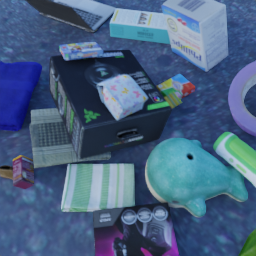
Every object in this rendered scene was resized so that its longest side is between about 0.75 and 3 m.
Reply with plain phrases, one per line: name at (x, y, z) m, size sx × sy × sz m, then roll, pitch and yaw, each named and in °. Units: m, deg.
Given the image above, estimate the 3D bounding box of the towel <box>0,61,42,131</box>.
towel at (-3.981, -1.066, 8.988) m, size 1.938 × 0.650 × 2.625 m, roll 3°, pitch 56°, yaw 3°

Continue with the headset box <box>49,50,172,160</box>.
headset box at (-0.595, -0.736, 8.025) m, size 2.584 × 1.377 × 2.967 m, roll -12°, pitch 54°, yaw -24°

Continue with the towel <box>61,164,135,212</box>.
towel at (-0.757, 1.546, 7.409) m, size 1.849 × 0.216 × 1.410 m, roll 0°, pitch 53°, yaw 0°

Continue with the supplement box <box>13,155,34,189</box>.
supplement box at (-2.738, 1.156, 7.315) m, size 0.326 × 0.421 × 0.762 m, roll -28°, pitch 55°, yaw 17°

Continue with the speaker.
speaker at (2.904, 0.798, 6.948) m, size 0.695 × 0.695 × 1.572 m, roll -33°, pitch 59°, yaw -21°

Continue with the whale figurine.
whale figurine at (1.793, 1.103, 6.984) m, size 2.650 × 1.375 × 2.108 m, roll 10°, pitch 55°, yaw -3°

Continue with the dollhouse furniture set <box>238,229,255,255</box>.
dollhouse furniture set at (2.813, 3.396, 5.412) m, size 1.683 × 1.289 × 2.568 m, roll 33°, pitch 61°, yaw 21°

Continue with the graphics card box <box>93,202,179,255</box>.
graphics card box at (0.231, 3.142, 5.945) m, size 1.819 × 0.737 × 2.899 m, roll -5°, pitch 54°, yaw -3°

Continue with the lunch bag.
lunch bag at (-0.172, -0.802, 6.841) m, size 0.842 × 0.631 × 0.993 m, roll -28°, pitch 73°, yaw -33°

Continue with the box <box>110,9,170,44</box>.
box at (0.660, -4.060, 11.175) m, size 2.612 × 0.642 × 1.075 m, roll 10°, pitch 55°, yaw 7°

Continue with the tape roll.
tape roll at (4.052, -0.813, 8.006) m, size 2.191 × 0.931 × 2.191 m, roll -4°, pitch 81°, yaw 24°

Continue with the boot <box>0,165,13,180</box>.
boot at (-3.048, 1.216, 7.570) m, size 0.898 × 0.339 × 0.330 m, roll 7°, pitch 47°, yaw -1°

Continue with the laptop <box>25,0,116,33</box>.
laptop at (-2.411, -5.166, 11.309) m, size 2.808 × 1.738 × 2.999 m, roll 25°, pitch 58°, yaw 16°

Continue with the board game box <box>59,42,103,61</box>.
board game box at (-1.338, -2.198, 7.954) m, size 1.084 × 0.187 × 0.733 m, roll -12°, pitch 38°, yaw -19°

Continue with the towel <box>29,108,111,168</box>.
towel at (-1.717, 0.201, 8.144) m, size 2.165 × 0.374 × 2.085 m, roll -5°, pitch 51°, yaw -16°

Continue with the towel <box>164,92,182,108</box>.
towel at (1.151, -0.717, 8.966) m, size 1.077 × 0.097 × 0.463 m, roll -30°, pitch 73°, yaw -10°

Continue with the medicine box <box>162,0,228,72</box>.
medicine box at (2.288, -3.287, 9.504) m, size 1.058 × 2.056 × 1.873 m, roll -37°, pitch 50°, yaw -8°

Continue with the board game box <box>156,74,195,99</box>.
board game box at (1.607, -1.330, 9.481) m, size 1.054 × 0.212 × 0.806 m, roll -31°, pitch 60°, yaw -20°
